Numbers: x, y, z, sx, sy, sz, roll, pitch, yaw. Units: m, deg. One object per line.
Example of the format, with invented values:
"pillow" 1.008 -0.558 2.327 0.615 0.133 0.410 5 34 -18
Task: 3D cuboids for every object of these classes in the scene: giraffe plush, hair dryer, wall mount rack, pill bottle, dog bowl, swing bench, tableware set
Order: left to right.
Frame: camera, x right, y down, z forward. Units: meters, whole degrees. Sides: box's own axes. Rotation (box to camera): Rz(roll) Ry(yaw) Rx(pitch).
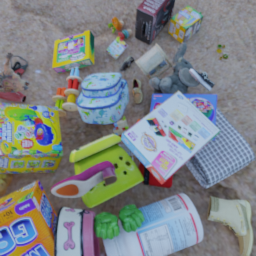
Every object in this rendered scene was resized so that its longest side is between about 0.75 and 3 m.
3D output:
"giraffe plush" -5.575 1.794 9.707 1.928 2.052 2.378 -43 113 11
"hair dryer" -5.110 -2.082 12.075 1.969 0.702 2.586 -25 68 -12
"dog bowl" -1.402 3.673 8.231 1.003 2.721 2.721 -6 65 -4
"wall mount rack" -0.275 1.112 10.595 1.443 0.538 1.254 -8 98 12
"pill bottle" 0.725 3.346 9.012 3.000 1.631 1.631 -17 66 -7
"swing bench" 1.084 -2.664 11.669 1.138 1.144 0.742 -38 65 10
"tableware set" 4.403 -3.532 13.060 0.595 0.135 0.883 12 66 6

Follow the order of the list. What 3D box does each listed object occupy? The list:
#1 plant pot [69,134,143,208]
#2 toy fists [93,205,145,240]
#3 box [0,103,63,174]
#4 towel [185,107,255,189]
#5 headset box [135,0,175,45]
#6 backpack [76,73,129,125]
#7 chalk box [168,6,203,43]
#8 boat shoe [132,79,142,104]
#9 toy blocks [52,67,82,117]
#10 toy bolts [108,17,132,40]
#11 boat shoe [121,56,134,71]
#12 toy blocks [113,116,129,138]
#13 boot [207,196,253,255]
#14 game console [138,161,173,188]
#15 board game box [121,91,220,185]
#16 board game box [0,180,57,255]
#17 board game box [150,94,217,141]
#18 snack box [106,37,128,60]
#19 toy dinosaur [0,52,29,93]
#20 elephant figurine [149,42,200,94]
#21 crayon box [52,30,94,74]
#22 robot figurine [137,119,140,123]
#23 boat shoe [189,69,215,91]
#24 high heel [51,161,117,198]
"plant pot" -0.905 1.322 9.428 1.975 1.984 1.801 -24 92 -17
"toy fists" -0.266 2.731 8.135 1.510 0.519 0.769 -12 32 -17
"box" -3.585 0.395 10.052 2.067 1.309 2.146 2 55 -26
"towel" 3.075 0.620 10.561 2.204 1.139 2.662 -27 68 -13
"headset box" 1.197 -5.202 12.911 0.911 1.806 2.430 31 68 12
"backpack" -1.018 -1.159 10.715 1.861 1.494 2.034 0 40 14
"chalk box" 2.822 -4.977 13.267 1.599 0.995 0.990 -41 72 -18
"boat shoe" 0.341 -1.583 11.940 0.419 0.376 1.133 -19 61 24
"toy blocks" -2.505 -1.497 11.468 1.504 0.655 1.804 -17 60 40
"toy bolts" -0.292 -4.753 13.251 0.747 1.029 1.077 -32 87 -21
"boat shoe" -0.013 -2.908 12.669 0.318 0.323 0.867 31 70 13
"toy blocks" -0.261 0.093 9.968 0.593 0.434 0.868 -18 110 6
"boot" 3.429 3.316 9.551 1.451 0.680 1.867 8 64 3
"game console" 0.969 1.236 10.003 0.911 1.322 1.535 3 94 -12
"board game box" 1.332 0.232 8.784 2.500 0.504 1.913 -37 74 -20
"board game box" -3.290 3.280 8.222 2.304 2.306 2.304 -25 97 -11
"board game box" 1.947 -0.412 10.037 2.317 0.519 1.558 3 67 17
"snack box" -0.511 -3.663 12.893 0.618 0.230 0.869 39 79 0
"toy dinosaur" -4.616 -1.618 10.103 2.346 1.007 1.590 -22 42 27
"elephant figurine" 2.171 -2.049 11.538 2.327 1.805 1.646 -39 42 -13
"crayon box" -2.422 -3.368 12.483 1.817 0.530 1.568 -10 65 17
"robot figurine" 0.671 0.175 11.009 0.660 0.814 1.132 -38 60 28
"boat shoe" 2.879 -1.939 10.796 1.253 0.463 0.428 37 99 -20
"high heel" -1.273 1.436 8.013 1.861 0.627 0.895 -8 27 -15
